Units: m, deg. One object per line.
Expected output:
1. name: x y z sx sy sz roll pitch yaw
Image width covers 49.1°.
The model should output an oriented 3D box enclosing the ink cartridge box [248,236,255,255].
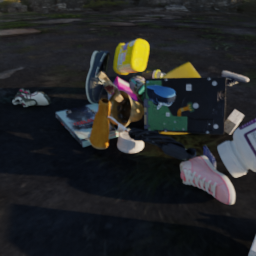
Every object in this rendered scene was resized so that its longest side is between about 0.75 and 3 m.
1. ink cartridge box: 3.185 2.593 5.959 0.947 0.951 1.297 21 45 31

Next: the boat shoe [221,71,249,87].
1. boat shoe: 3.342 -1.486 8.889 0.352 0.437 0.943 -1 24 -37

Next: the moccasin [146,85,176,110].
1. moccasin: 0.913 -0.820 7.582 0.601 0.509 1.494 -6 18 -8

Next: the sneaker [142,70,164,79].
1. sneaker: 1.217 -2.407 13.886 0.933 0.821 2.206 10 -6 13

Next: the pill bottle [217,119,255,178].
1. pill bottle: 3.788 0.367 7.574 2.489 1.397 1.397 -33 19 25

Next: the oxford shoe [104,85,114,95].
1. oxford shoe: -0.595 -1.283 9.672 0.265 0.281 0.751 -32 25 -4

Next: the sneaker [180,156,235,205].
1. sneaker: 2.171 1.571 8.182 1.059 0.762 2.026 -10 28 -11

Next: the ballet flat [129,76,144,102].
1. ballet flat: 0.470 -1.565 10.893 0.779 0.779 2.166 8 -3 13

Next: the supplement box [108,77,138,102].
1. supplement box: -0.278 -1.405 12.771 0.973 0.953 1.883 25 25 -19

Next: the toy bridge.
1. toy bridge: -0.619 -1.523 10.538 0.553 0.224 1.644 27 22 -50

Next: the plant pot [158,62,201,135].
1. plant pot: 1.810 -0.917 10.789 1.835 2.080 2.080 -18 60 -18

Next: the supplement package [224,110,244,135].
1. supplement package: 4.019 -0.216 10.793 0.417 0.752 0.585 38 64 17

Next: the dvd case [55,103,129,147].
1. dvd case: -1.561 -0.227 11.781 2.101 0.317 2.878 -16 34 -28

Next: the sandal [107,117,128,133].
1. sandal: -0.370 -0.044 8.704 0.237 0.828 0.317 -58 24 -13

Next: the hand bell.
1. hand bell: 0.701 -0.628 11.588 2.892 1.506 1.506 3 21 -41

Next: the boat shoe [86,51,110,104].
1. boat shoe: -1.314 -2.358 12.996 0.781 2.526 0.946 3 -14 27

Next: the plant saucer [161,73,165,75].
1. plant saucer: 1.625 -2.793 16.274 1.608 0.404 1.608 -1 29 0

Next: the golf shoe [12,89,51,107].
1. golf shoe: -4.616 -1.287 13.463 1.988 0.767 0.876 10 49 25

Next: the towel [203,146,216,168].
1. towel: 2.623 1.051 9.088 0.104 0.633 0.874 -10 31 -3

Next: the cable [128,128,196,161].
1. cable: 1.024 0.425 8.811 2.147 0.545 1.752 20 4 -4

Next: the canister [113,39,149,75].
1. canister: 0.110 -3.199 12.795 0.838 1.439 1.937 8 3 -26

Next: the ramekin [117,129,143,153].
1. ramekin: 0.081 0.457 10.371 0.991 0.520 0.991 0 30 0

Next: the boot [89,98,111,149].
1. boot: -0.944 -0.222 9.906 0.670 1.363 1.904 8 25 -12

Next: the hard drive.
1. hard drive: 1.799 -0.725 9.070 2.565 1.792 0.485 1 7 16
